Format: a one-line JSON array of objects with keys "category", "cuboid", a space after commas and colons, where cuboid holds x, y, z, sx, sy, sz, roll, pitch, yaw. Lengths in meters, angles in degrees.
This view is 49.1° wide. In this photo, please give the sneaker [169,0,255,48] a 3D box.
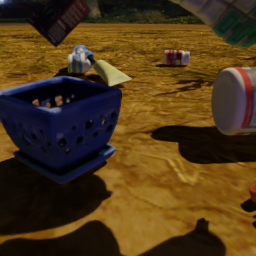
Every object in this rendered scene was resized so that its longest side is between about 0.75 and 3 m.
[{"category": "sneaker", "cuboid": [0.751, -2.258, 3.872, 2.947, 1.144, 1.344, 33, 27, -21]}]

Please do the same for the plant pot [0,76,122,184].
[{"category": "plant pot", "cuboid": [-1.263, -0.001, 5.383, 1.717, 1.544, 1.717, 18, 30, 34]}]

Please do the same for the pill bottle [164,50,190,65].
[{"category": "pill bottle", "cuboid": [2.539, -3.674, 14.612, 1.276, 0.729, 0.729, 4, 24, 11]}]

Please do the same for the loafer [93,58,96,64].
[{"category": "loafer", "cuboid": [-1.990, -3.672, 15.138, 0.819, 0.310, 0.280, 18, 36, 36]}]

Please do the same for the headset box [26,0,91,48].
[{"category": "headset box", "cuboid": [-2.262, -3.803, 9.291, 1.888, 0.729, 1.405, -47, 54, 2]}]

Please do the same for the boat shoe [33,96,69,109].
[{"category": "boat shoe", "cuboid": [-2.250, -0.948, 8.435, 0.825, 0.782, 2.178, 10, 26, 20]}]

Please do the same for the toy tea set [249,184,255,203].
[{"category": "toy tea set", "cuboid": [2.301, 1.252, 4.154, 0.706, 0.439, 1.187, -27, 25, 12]}]

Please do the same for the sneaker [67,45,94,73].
[{"category": "sneaker", "cuboid": [-2.166, -3.309, 13.569, 1.122, 1.009, 2.728, 1, 32, 2]}]

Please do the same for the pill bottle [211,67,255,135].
[{"category": "pill bottle", "cuboid": [3.608, -0.659, 6.764, 2.778, 1.609, 1.609, -2, 24, -5]}]

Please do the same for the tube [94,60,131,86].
[{"category": "tube", "cuboid": [-0.783, -2.237, 11.679, 0.638, 0.713, 2.459, 29, 9, -35]}]
